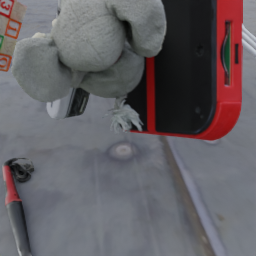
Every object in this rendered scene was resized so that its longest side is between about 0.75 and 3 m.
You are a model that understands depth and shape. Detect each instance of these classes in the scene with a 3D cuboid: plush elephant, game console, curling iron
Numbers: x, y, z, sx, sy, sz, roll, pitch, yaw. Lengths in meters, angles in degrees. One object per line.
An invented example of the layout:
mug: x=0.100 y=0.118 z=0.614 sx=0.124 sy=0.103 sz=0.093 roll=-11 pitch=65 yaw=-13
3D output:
plush elephant: x=-0.432 y=-1.037 z=3.231 sx=1.714 sy=1.611 sz=2.081 roll=-24 pitch=69 yaw=0
game console: x=0.510 y=-1.248 z=3.995 sx=0.427 sy=2.748 sz=2.430 roll=-2 pitch=4 yaw=-29
curling iron: x=-2.036 y=1.359 z=5.286 sx=0.621 sy=0.320 sz=2.505 roll=-11 pitch=35 yaw=-17

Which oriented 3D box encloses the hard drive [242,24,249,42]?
hard drive: x=2.947 y=-3.020 z=7.879 sx=1.365 sy=0.182 sz=0.901 roll=11 pitch=58 yaw=-47

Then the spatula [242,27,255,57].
spatula: x=2.563 y=-1.865 z=5.870 sx=2.711 sy=0.218 sz=1.885 roll=41 pitch=34 yaw=2

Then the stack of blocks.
stack of blocks: x=-3.176 y=-2.881 z=6.180 sx=0.869 sy=2.968 sz=1.709 roll=24 pitch=11 yaw=16

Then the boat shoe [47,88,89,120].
boat shoe: x=-0.871 y=-1.051 z=4.785 sx=0.706 sy=1.990 sz=0.717 roll=-8 pitch=44 yaw=-42

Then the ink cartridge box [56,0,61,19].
ink cartridge box: x=-0.689 y=-2.965 z=6.474 sx=1.161 sy=2.774 sz=2.012 roll=29 pitch=67 yaw=-8
